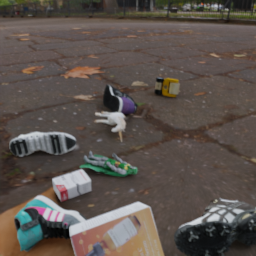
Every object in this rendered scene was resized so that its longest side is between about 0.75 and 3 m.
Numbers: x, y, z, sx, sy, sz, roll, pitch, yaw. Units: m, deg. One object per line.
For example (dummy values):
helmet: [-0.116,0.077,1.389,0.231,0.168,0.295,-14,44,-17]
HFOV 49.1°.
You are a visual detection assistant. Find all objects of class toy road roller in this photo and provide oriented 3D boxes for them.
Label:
toy road roller: [2.050,-2.106,14.262,1.370,0.842,1.000,16,19,30]

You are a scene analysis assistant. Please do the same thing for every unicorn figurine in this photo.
unicorn figurine: [-0.587,-0.279,10.681,1.289,0.693,1.876,7,27,14]

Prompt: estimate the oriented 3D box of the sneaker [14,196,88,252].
sneaker: [-1.667,2.114,5.759,1.872,0.783,1.130,14,28,30]

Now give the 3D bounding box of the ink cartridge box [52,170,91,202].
ink cartridge box: [-1.490,1.518,7.439,0.864,0.358,0.634,-15,30,-27]

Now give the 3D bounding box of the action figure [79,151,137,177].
action figure: [-0.492,1.089,8.278,1.633,0.447,0.965,13,26,17]

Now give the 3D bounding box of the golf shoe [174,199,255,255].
golf shoe: [1.852,2.066,5.959,2.242,0.872,1.059,-1,17,-21]

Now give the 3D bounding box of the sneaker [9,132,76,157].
sneaker: [-2.764,0.434,9.278,2.082,0.782,0.844,-1,18,-4]

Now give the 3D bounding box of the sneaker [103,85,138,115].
sneaker: [-0.375,-1.185,12.591,1.085,0.939,2.478,6,25,-25]

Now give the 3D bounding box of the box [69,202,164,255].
box: [-0.205,2.108,4.990,1.432,1.090,0.761,-16,-4,-15]
